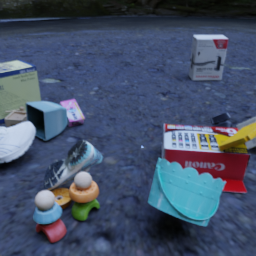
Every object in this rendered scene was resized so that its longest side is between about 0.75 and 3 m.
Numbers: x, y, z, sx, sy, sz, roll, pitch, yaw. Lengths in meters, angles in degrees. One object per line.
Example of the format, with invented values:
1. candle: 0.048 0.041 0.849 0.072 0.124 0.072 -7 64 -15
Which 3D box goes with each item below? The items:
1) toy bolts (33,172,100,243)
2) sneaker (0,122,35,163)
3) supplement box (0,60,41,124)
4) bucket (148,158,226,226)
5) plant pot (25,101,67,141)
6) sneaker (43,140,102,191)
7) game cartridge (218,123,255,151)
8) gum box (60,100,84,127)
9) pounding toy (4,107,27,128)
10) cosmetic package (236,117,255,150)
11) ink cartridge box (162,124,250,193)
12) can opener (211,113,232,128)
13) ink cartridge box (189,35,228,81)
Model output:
1. toy bolts: -1.453 1.458 5.852 1.344 0.976 1.407 14 29 30
2. sneaker: -3.614 0.441 7.274 0.960 1.123 2.578 18 40 41
3. supplement box: -4.451 -1.396 10.536 1.233 1.835 1.837 24 36 39
4. bucket: 1.088 1.229 5.425 1.399 0.910 1.399 19 -6 2
5. plant pot: -2.602 -0.329 9.249 1.033 1.036 1.055 22 30 35
6. sneaker: -1.287 1.023 6.498 1.672 0.722 0.649 -37 43 21
7. game cartridge: 2.820 0.148 6.671 1.091 0.177 0.962 -31 -3 -27
8. gum box: -2.011 -0.521 10.052 0.559 0.326 0.985 -16 62 -29
9. pounding toy: -3.930 -0.338 9.954 0.900 0.469 1.025 4 30 8
10. cosmetic package: 4.101 -0.060 8.100 1.591 0.837 0.566 -30 -13 40
11. ink cartridge box: 1.976 0.736 7.431 2.112 0.886 1.854 3 28 5
12. can opener: 2.542 0.102 8.865 1.641 0.520 0.645 -24 64 -3
13. ink cartridge box: 4.096 -3.588 14.478 1.571 2.178 0.912 -1 31 -1
